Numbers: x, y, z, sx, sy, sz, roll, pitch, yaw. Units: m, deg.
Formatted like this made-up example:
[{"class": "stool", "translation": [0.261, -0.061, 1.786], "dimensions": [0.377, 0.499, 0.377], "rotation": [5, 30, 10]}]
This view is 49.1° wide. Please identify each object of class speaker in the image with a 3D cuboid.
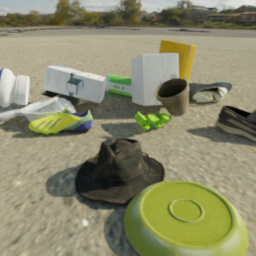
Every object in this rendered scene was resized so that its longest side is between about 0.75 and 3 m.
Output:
[{"class": "speaker", "translation": [-0.187, -2.191, 14.642], "dimensions": [2.284, 1.010, 1.010], "rotation": [17, 29, 34]}]

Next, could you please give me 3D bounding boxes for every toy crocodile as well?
[{"class": "toy crocodile", "translation": [0.951, -0.319, 10.347], "dimensions": [1.724, 0.582, 0.532], "rotation": [-7, 58, -40]}]

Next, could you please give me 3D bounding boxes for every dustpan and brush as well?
[{"class": "dustpan and brush", "translation": [-3.745, -0.637, 11.053], "dimensions": [2.999, 0.858, 2.093], "rotation": [-24, 25, -10]}]

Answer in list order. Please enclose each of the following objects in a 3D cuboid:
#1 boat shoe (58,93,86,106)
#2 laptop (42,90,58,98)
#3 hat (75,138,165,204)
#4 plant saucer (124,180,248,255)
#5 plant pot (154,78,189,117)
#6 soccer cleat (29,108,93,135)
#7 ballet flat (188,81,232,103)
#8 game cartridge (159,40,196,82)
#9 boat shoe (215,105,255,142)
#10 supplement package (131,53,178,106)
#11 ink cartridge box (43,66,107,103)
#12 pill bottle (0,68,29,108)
[{"class": "boat shoe", "translation": [-2.720, -1.423, 13.340], "dimensions": [1.686, 0.621, 0.541], "rotation": [15, 15, 39]}, {"class": "laptop", "translation": [-3.666, -1.861, 15.014], "dimensions": [1.167, 0.680, 1.317], "rotation": [20, 5, 38]}, {"class": "hat", "translation": [-0.189, 0.860, 7.423], "dimensions": [2.630, 1.061, 2.630], "rotation": [1, 23, 0]}, {"class": "plant saucer", "translation": [1.184, 1.827, 5.815], "dimensions": [2.545, 0.395, 2.545], "rotation": [2, 25, -1]}, {"class": "plant pot", "translation": [1.779, -1.083, 10.689], "dimensions": [1.289, 1.118, 1.289], "rotation": [-17, 37, 13]}, {"class": "soccer cleat", "translation": [-2.437, -0.286, 10.187], "dimensions": [2.294, 0.960, 0.742], "rotation": [-3, 23, -6]}, {"class": "ballet flat", "translation": [3.956, -1.649, 13.567], "dimensions": [2.937, 1.073, 1.073], "rotation": [-3, 23, -22]}, {"class": "game cartridge", "translation": [2.121, -2.744, 13.418], "dimensions": [0.430, 2.651, 2.337], "rotation": [-4, 24, -28]}, {"class": "boat shoe", "translation": [4.472, -0.163, 9.813], "dimensions": [2.798, 1.026, 1.042], "rotation": [15, 27, 31]}, {"class": "supplement package", "translation": [1.141, -2.128, 12.511], "dimensions": [1.617, 2.103, 2.199], "rotation": [-4, 9, -10]}, {"class": "ink cartridge box", "translation": [-2.308, -2.007, 12.676], "dimensions": [2.479, 1.064, 1.815], "rotation": [12, 14, -2]}, {"class": "pill bottle", "translation": [-5.291, -1.603, 10.973], "dimensions": [2.571, 1.539, 1.539], "rotation": [6, 21, -17]}]
